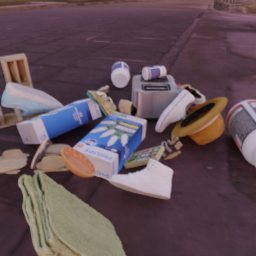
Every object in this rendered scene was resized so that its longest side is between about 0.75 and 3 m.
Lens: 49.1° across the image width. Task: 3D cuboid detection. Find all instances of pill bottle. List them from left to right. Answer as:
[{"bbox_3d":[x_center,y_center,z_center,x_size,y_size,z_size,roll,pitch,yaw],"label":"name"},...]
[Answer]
[{"bbox_3d":[-0.437,-2.947,15.610,1.022,1.022,1.766,0,30,-1],"label":"pill bottle"},{"bbox_3d":[1.152,-2.446,12.402,0.949,0.549,0.549,-12,32,-18],"label":"pill bottle"},{"bbox_3d":[4.454,0.315,9.410,1.590,1.590,2.744,0,31,0],"label":"pill bottle"}]

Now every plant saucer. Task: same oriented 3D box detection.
[{"bbox_3d":[-1.384,0.960,7.628,1.130,0.212,1.130,39,10,-8],"label":"plant saucer"}]

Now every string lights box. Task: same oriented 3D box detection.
[{"bbox_3d":[-2.589,-0.284,10.746,2.819,0.831,1.448,-29,16,-40],"label":"string lights box"},{"bbox_3d":[-0.557,0.519,9.727,1.442,0.827,2.806,16,34,19],"label":"string lights box"}]

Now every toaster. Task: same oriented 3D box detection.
[{"bbox_3d":[1.125,-1.349,12.445,2.394,1.420,2.165,0,29,1],"label":"toaster"}]

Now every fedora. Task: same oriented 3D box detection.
[{"bbox_3d":[2.762,-0.111,10.196,2.521,1.028,2.521,-38,6,5],"label":"fedora"}]

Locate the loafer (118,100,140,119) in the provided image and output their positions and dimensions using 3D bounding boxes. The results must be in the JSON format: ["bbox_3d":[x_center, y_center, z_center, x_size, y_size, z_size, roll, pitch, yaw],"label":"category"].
[{"bbox_3d":[0.151,-0.520,11.032,0.537,1.573,0.595,6,64,31],"label":"loafer"}]

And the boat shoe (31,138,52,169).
[{"bbox_3d":[-2.747,0.837,8.895,0.340,0.378,1.051,26,70,-12],"label":"boat shoe"}]

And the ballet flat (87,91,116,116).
[{"bbox_3d":[-0.956,-1.003,10.336,0.594,0.594,1.679,-16,39,-26],"label":"ballet flat"}]

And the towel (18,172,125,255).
[{"bbox_3d":[-0.931,2.113,5.500,0.515,2.823,2.094,-43,36,1],"label":"towel"}]

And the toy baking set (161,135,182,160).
[{"bbox_3d":[1.434,0.712,9.669,0.125,1.072,0.823,30,40,-32],"label":"toy baking set"}]

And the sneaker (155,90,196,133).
[{"bbox_3d":[1.838,-0.546,10.792,0.702,1.984,0.724,39,3,20],"label":"sneaker"}]

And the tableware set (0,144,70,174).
[{"bbox_3d":[-3.024,0.983,8.855,2.370,0.329,2.838,-4,11,-12],"label":"tableware set"}]

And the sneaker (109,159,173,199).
[{"bbox_3d":[0.399,1.337,7.941,1.723,0.635,0.996,13,69,2],"label":"sneaker"}]

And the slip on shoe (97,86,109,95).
[{"bbox_3d":[-1.153,-1.784,13.668,0.463,0.369,1.219,-35,5,12],"label":"slip on shoe"}]

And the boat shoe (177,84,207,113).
[{"bbox_3d":[2.813,-1.504,13.104,1.050,0.923,2.951,-18,32,-3],"label":"boat shoe"}]

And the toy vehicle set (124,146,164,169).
[{"bbox_3d":[0.520,0.957,9.131,1.215,0.161,0.755,-18,17,31],"label":"toy vehicle set"}]

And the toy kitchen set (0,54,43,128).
[{"bbox_3d":[-4.862,-1.364,11.492,2.082,2.303,2.552,-16,40,-22],"label":"toy kitchen set"}]

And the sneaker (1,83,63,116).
[{"bbox_3d":[-3.833,-0.933,11.272,2.612,1.070,0.966,20,19,-45],"label":"sneaker"}]
